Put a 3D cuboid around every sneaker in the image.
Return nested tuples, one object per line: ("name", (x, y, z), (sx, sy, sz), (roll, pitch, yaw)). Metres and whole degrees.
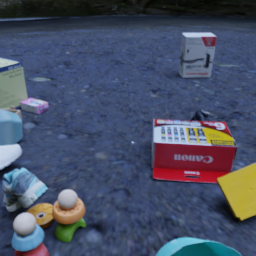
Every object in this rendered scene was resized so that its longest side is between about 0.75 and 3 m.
("sneaker", (-2.147, 1.162, 5.543), (1.672, 0.722, 0.649), (-29, 9, 48))
("sneaker", (-4.005, 0.695, 6.919), (2.578, 1.123, 0.960), (-10, 4, -23))

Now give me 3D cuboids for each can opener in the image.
("can opener", (2.518, -0.193, 9.314), (0.520, 0.645, 1.641), (26, 15, -7))

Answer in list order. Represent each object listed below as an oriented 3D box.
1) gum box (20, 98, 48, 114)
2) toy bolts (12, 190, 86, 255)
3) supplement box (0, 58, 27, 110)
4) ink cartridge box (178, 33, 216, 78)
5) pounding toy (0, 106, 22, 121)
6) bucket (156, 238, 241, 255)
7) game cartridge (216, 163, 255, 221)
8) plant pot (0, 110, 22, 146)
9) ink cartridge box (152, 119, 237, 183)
("gum box", (-3.672, -0.857, 11.019), (0.985, 0.326, 0.559), (14, 30, 26))
("toy bolts", (-1.663, 1.704, 5.305), (1.344, 0.976, 1.407), (15, 31, 26))
("supplement box", (-5.005, -1.510, 10.599), (1.233, 1.835, 1.837), (16, 31, 26))
("ink cartridge box", (3.587, -3.775, 14.710), (1.571, 2.178, 0.912), (-1, 31, -3))
("pounding toy", (-4.269, -0.398, 9.966), (0.900, 0.469, 1.025), (3, 27, 6))
("bucket", (0.937, 2.193, 3.832), (1.399, 1.399, 0.910), (-1, -14, -3))
("game cartridge", (2.588, 1.340, 5.975), (1.091, 0.177, 0.962), (-21, 67, -4))
("plant pot", (-3.861, 0.020, 8.635), (1.055, 1.036, 1.033), (-7, 27, -30))
("ink cartridge box", (1.719, 0.575, 7.609), (2.112, 0.886, 1.854), (2, 28, 3))
